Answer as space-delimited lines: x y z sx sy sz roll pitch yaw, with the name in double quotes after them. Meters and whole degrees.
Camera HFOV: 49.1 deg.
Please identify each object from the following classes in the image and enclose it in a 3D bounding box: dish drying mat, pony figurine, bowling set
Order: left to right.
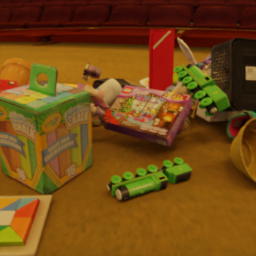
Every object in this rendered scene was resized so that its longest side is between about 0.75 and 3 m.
1.522 -2.939 12.853 1.145 2.982 0.271 -1 17 -3 "dish drying mat"
1.220 -0.072 8.927 2.389 1.282 1.662 -22 45 4 "bowling set"
2.728 -2.131 11.228 2.336 2.806 2.708 28 16 -29 "pony figurine"

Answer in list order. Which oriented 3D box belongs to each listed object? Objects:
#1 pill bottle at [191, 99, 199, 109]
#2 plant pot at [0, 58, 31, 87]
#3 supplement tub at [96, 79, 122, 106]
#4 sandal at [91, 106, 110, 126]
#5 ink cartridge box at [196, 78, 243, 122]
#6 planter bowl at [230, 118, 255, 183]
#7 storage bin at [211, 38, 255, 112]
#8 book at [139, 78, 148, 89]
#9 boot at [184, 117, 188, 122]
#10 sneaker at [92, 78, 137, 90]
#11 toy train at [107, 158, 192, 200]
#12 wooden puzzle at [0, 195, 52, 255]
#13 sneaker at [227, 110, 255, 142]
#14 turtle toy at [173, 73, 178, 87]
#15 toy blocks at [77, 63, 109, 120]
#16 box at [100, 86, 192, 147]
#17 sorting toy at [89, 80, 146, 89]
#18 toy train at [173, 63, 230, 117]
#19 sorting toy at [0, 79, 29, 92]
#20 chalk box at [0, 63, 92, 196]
2.956 -1.257 11.669 0.910 0.910 1.638 -10 26 -21 "pill bottle"
-5.211 -2.112 12.955 1.670 1.670 1.529 -1 41 -2 "plant pot"
-0.878 -1.179 10.486 1.244 0.821 0.821 -41 41 -19 "supplement tub"
-0.941 -0.716 10.892 0.886 0.596 2.207 10 27 20 "sandal"
3.659 -1.065 10.373 1.991 1.448 0.836 -4 24 -26 "ink cartridge box"
3.200 0.661 7.268 1.734 1.734 0.722 -18 -2 -33 "planter bowl"
3.619 -1.646 9.084 1.505 2.227 1.044 -2 4 -19 "storage bin"
1.270 -2.185 14.207 1.165 0.419 1.744 -17 26 0 "book"
1.744 -0.334 10.407 0.998 0.330 0.874 7 34 4 "boot"
-0.207 -1.665 11.987 2.562 0.973 1.163 22 33 16 "sneaker"
0.577 1.263 6.846 2.242 0.468 0.632 -13 38 -25 "toy train"
-2.497 1.875 5.627 1.610 0.324 1.740 -1 25 -1 "wooden puzzle"
3.999 -0.113 8.995 1.757 1.217 2.910 8 26 -5 "sneaker"
2.619 -2.155 13.793 1.523 0.770 1.110 14 29 26 "turtle toy"
-1.018 -0.827 8.990 1.408 1.563 1.673 19 61 -9 "toy blocks"
0.506 -0.442 8.322 2.325 0.455 1.591 14 57 34 "box"
-0.701 -1.848 13.654 2.026 0.364 2.719 -25 33 -31 "sorting toy"
2.287 -1.368 8.988 0.836 0.619 2.965 -29 36 7 "toy train"
-3.245 -0.602 8.804 2.321 0.812 2.335 3 43 -31 "sorting toy"
-2.087 -0.132 6.956 1.742 2.800 1.733 17 30 30 "chalk box"
